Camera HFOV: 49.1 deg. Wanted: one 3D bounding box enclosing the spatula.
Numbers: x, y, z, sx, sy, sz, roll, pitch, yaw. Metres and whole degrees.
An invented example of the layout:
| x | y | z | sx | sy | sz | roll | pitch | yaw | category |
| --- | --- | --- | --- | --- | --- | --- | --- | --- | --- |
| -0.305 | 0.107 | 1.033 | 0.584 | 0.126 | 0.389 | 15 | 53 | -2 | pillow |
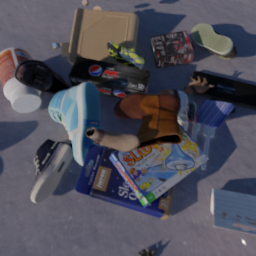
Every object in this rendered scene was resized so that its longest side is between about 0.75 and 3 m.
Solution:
| x | y | z | sx | sy | sz | roll | pitch | yaw | category |
| --- | --- | --- | --- | --- | --- | --- | --- | --- | --- |
| 2.321 | 0.440 | 10.124 | 1.447 | 0.167 | 2.081 | 15 | 61 | 7 | spatula |

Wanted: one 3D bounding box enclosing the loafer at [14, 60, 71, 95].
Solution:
| x | y | z | sx | sy | sz | roll | pitch | yaw | category |
| --- | --- | --- | --- | --- | --- | --- | --- | --- | --- |
| -2.861 | -1.691 | 9.978 | 0.852 | 2.705 | 0.972 | 30 | 95 | 15 | loafer |

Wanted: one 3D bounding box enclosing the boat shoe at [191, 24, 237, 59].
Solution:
| x | y | z | sx | sy | sz | roll | pitch | yaw | category |
| --- | --- | --- | --- | --- | --- | --- | --- | --- | --- |
| 3.691 | -3.743 | 12.224 | 0.930 | 0.786 | 2.609 | -49 | 43 | 16 | boat shoe |

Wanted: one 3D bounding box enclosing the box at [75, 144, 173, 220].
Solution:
| x | y | z | sx | sy | sz | roll | pitch | yaw | category |
| --- | --- | --- | --- | --- | --- | --- | --- | --- | --- |
| -0.015 | 1.579 | 8.805 | 2.943 | 0.477 | 1.783 | 17 | 56 | -4 | box |

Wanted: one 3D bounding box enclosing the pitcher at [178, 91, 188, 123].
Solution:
| x | y | z | sx | sy | sz | roll | pitch | yaw | category |
| --- | --- | --- | --- | --- | --- | --- | --- | --- | --- |
| 1.960 | -0.765 | 10.576 | 0.968 | 0.684 | 1.128 | 28 | 61 | -2 | pitcher |

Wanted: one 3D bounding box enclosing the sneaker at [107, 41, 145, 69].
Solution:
| x | y | z | sx | sy | sz | roll | pitch | yaw | category |
| --- | --- | --- | --- | --- | --- | --- | --- | --- | --- |
| -0.106 | -3.000 | 11.499 | 1.739 | 0.656 | 0.665 | 37 | 75 | -1 | sneaker |

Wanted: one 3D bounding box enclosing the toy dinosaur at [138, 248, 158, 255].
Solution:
| x | y | z | sx | sy | sz | roll | pitch | yaw | category |
| --- | --- | --- | --- | --- | --- | --- | --- | --- | --- |
| 0.515 | 3.730 | 8.070 | 0.790 | 0.304 | 0.404 | -19 | 74 | -19 | toy dinosaur |

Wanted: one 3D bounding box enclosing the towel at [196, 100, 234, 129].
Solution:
| x | y | z | sx | sy | sz | roll | pitch | yaw | category |
| --- | --- | --- | --- | --- | --- | --- | --- | --- | --- |
| 2.973 | -0.511 | 9.968 | 1.044 | 0.172 | 1.442 | -52 | 26 | -5 | towel |

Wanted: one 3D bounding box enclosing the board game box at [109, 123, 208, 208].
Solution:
| x | y | z | sx | sy | sz | roll | pitch | yaw | category |
| --- | --- | --- | --- | --- | --- | --- | --- | --- | --- |
| 1.021 | 0.984 | 8.891 | 2.716 | 0.468 | 1.839 | -29 | 72 | -30 | board game box |

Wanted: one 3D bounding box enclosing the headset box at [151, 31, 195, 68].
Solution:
| x | y | z | sx | sy | sz | roll | pitch | yaw | category |
| --- | --- | --- | --- | --- | --- | --- | --- | --- | --- |
| 1.959 | -3.392 | 12.042 | 1.769 | 0.664 | 1.315 | -11 | 62 | -1 | headset box |

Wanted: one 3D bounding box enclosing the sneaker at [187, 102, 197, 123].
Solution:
| x | y | z | sx | sy | sz | roll | pitch | yaw | category |
| --- | --- | --- | --- | --- | --- | --- | --- | --- | --- |
| 2.318 | -0.591 | 10.247 | 0.313 | 0.338 | 0.839 | 5 | 66 | -14 | sneaker |

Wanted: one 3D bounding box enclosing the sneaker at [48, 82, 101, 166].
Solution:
| x | y | z | sx | sy | sz | roll | pitch | yaw | category |
| --- | --- | --- | --- | --- | --- | --- | --- | --- | --- |
| -1.992 | -0.082 | 10.008 | 1.893 | 1.153 | 2.900 | -5 | 77 | 29 | sneaker |

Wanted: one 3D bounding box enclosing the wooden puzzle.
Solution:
| x | y | z | sx | sy | sz | roll | pitch | yaw | category |
| --- | --- | --- | --- | --- | --- | --- | --- | --- | --- |
| -1.036 | -3.807 | 12.122 | 2.774 | 0.517 | 2.566 | 7 | 83 | 0 | wooden puzzle |

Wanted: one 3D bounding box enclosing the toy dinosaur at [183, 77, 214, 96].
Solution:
| x | y | z | sx | sy | sz | roll | pitch | yaw | category |
| --- | --- | --- | --- | --- | --- | --- | --- | --- | --- |
| 2.659 | -1.531 | 10.714 | 1.104 | 0.474 | 0.748 | 14 | 87 | 1 | toy dinosaur |

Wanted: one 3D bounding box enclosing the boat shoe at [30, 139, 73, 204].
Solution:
| x | y | z | sx | sy | sz | roll | pitch | yaw | category |
| --- | --- | --- | --- | --- | --- | --- | --- | --- | --- |
| -2.753 | 1.356 | 9.261 | 1.034 | 0.833 | 2.230 | 16 | 54 | 20 | boat shoe |

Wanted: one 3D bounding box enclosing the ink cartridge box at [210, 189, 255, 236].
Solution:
| x | y | z | sx | sy | sz | roll | pitch | yaw | category |
| --- | --- | --- | --- | --- | --- | --- | --- | --- | --- |
| 3.193 | 2.507 | 7.891 | 1.641 | 0.507 | 2.023 | 8 | 21 | 15 | ink cartridge box |

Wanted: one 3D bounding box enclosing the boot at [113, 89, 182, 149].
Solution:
| x | y | z | sx | sy | sz | roll | pitch | yaw | category |
| --- | --- | --- | --- | --- | --- | --- | --- | --- | --- |
| 0.509 | -0.151 | 9.223 | 2.547 | 0.926 | 2.705 | -4 | 36 | 14 | boot |

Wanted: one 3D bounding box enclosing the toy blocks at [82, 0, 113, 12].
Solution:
| x | y | z | sx | sy | sz | roll | pitch | yaw | category |
| --- | --- | --- | --- | --- | --- | --- | --- | --- | --- |
| -1.295 | -5.267 | 12.961 | 1.480 | 1.584 | 1.333 | -4 | 16 | 7 | toy blocks |

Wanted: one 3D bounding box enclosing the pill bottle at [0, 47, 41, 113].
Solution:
| x | y | z | sx | sy | sz | roll | pitch | yaw | category |
| --- | --- | --- | --- | --- | --- | --- | --- | --- | --- |
| -4.148 | -1.817 | 10.779 | 1.369 | 1.369 | 2.441 | -19 | 60 | -11 | pill bottle |

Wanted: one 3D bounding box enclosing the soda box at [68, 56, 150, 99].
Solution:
| x | y | z | sx | sy | sz | roll | pitch | yaw | category |
| --- | --- | --- | --- | --- | --- | --- | --- | --- | --- |
| -0.711 | -1.874 | 10.988 | 2.992 | 0.948 | 1.059 | 13 | 67 | 7 | soda box |

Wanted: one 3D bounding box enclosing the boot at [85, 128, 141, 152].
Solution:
| x | y | z | sx | sy | sz | roll | pitch | yaw | category |
| --- | --- | --- | --- | --- | --- | --- | --- | --- | --- |
| -0.503 | 0.290 | 7.907 | 1.094 | 1.496 | 0.525 | 24 | 70 | -31 | boot |

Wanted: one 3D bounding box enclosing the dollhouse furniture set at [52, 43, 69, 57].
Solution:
| x | y | z | sx | sy | sz | roll | pitch | yaw | category |
| --- | --- | --- | --- | --- | --- | --- | --- | --- | --- |
| -2.841 | -3.517 | 12.512 | 0.813 | 0.562 | 0.861 | -15 | 25 | -34 | dollhouse furniture set |

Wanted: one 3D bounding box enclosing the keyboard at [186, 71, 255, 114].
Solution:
| x | y | z | sx | sy | sz | roll | pitch | yaw | category |
| --- | --- | --- | --- | --- | --- | --- | --- | --- | --- |
| 3.787 | -1.306 | 11.079 | 2.875 | 0.369 | 1.726 | 16 | 54 | 10 | keyboard |
